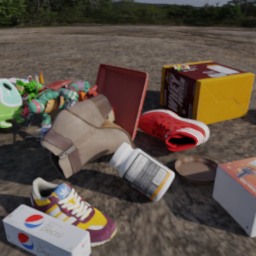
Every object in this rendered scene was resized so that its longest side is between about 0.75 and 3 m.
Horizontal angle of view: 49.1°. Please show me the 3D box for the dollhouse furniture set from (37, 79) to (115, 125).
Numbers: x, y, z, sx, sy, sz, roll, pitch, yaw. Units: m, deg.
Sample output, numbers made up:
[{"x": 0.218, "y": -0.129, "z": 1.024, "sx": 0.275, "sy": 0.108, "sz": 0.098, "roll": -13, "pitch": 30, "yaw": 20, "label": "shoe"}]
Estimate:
[{"x": -1.840, "y": -0.990, "z": 10.652, "sx": 2.922, "sy": 1.572, "sz": 1.188, "roll": 0, "pitch": 25, "yaw": 30, "label": "dollhouse furniture set"}]

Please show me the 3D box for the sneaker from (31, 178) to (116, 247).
[{"x": -1.284, "y": 1.803, "z": 6.182, "sx": 2.203, "sy": 0.993, "sz": 0.826, "roll": 11, "pitch": 28, "yaw": 22, "label": "sneaker"}]

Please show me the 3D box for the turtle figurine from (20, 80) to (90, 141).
[{"x": -2.474, "y": -0.792, "z": 9.649, "sx": 1.388, "sy": 2.064, "sz": 2.758, "roll": 50, "pitch": 34, "yaw": 0, "label": "turtle figurine"}]

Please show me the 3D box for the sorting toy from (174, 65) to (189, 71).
[{"x": 2.282, "y": -2.571, "z": 11.933, "sx": 0.624, "sy": 0.124, "sz": 0.844, "roll": 3, "pitch": 26, "yaw": 6, "label": "sorting toy"}]

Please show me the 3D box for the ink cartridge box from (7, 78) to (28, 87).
[{"x": -6.257, "y": -2.479, "z": 15.730, "sx": 1.149, "sy": 0.390, "sz": 0.667, "roll": 10, "pitch": 27, "yaw": 19, "label": "ink cartridge box"}]

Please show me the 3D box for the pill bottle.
[{"x": 0.329, "y": 1.097, "z": 7.186, "sx": 1.536, "sy": 0.894, "sz": 0.894, "roll": 34, "pitch": 34, "yaw": 8, "label": "pill bottle"}]

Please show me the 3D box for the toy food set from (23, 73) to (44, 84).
[{"x": -5.633, "y": -2.820, "z": 16.201, "sx": 1.325, "sy": 0.596, "sz": 0.633, "roll": 1, "pitch": 26, "yaw": 3, "label": "toy food set"}]

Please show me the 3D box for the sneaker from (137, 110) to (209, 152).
[{"x": 1.237, "y": 0.036, "z": 9.436, "sx": 2.663, "sy": 1.043, "sz": 1.538, "roll": 9, "pitch": 14, "yaw": 30, "label": "sneaker"}]

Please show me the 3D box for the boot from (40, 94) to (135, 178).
[{"x": -1.045, "y": 0.549, "z": 7.756, "sx": 1.026, "sy": 2.922, "sz": 2.137, "roll": 20, "pitch": 58, "yaw": 45, "label": "boot"}]

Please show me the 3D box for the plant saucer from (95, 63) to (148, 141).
[{"x": -0.364, "y": -0.980, "z": 10.453, "sx": 2.502, "sy": 2.507, "sz": 0.460, "roll": 21, "pitch": 12, "yaw": 40, "label": "plant saucer"}]

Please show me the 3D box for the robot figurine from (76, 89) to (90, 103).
[{"x": -1.842, "y": -1.290, "z": 12.465, "sx": 0.953, "sy": 0.773, "sz": 1.325, "roll": -6, "pitch": 50, "yaw": -47, "label": "robot figurine"}]

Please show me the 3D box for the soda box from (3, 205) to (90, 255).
[{"x": -1.676, "y": 2.229, "z": 5.742, "sx": 1.799, "sy": 0.613, "sz": 0.573, "roll": 12, "pitch": 28, "yaw": 23, "label": "soda box"}]

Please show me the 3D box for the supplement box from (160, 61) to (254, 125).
[{"x": 3.298, "y": -1.643, "z": 12.302, "sx": 2.754, "sy": 1.854, "sz": 2.792, "roll": -11, "pitch": 28, "yaw": -22, "label": "supplement box"}]

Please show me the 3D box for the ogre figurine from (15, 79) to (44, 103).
[{"x": -4.683, "y": -1.496, "z": 12.431, "sx": 1.066, "sy": 2.173, "sz": 1.303, "roll": 47, "pitch": 18, "yaw": 8, "label": "ogre figurine"}]

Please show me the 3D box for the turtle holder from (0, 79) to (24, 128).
[{"x": -4.680, "y": -0.828, "z": 9.451, "sx": 1.665, "sy": 1.556, "sz": 2.191, "roll": 8, "pitch": 16, "yaw": 38, "label": "turtle holder"}]

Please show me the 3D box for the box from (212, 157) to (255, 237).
[{"x": 3.322, "y": 1.509, "z": 6.747, "sx": 1.943, "sy": 1.033, "sz": 1.479, "roll": -9, "pitch": 27, "yaw": -17, "label": "box"}]

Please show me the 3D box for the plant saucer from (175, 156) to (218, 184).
[{"x": 2.033, "y": 1.244, "z": 8.202, "sx": 1.338, "sy": 0.230, "sz": 1.338, "roll": 1, "pitch": 24, "yaw": 0, "label": "plant saucer"}]

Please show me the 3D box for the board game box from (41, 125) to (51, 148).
[{"x": -2.468, "y": 0.187, "z": 9.421, "sx": 0.920, "sy": 0.918, "sz": 0.189, "roll": -25, "pitch": 64, "yaw": -30, "label": "board game box"}]

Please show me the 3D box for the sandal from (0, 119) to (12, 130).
[{"x": -5.213, "y": -0.396, "z": 11.230, "sx": 1.903, "sy": 0.764, "sz": 0.514, "roll": 11, "pitch": 7, "yaw": 31, "label": "sandal"}]

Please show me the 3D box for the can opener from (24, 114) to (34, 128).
[{"x": -3.753, "y": -0.245, "z": 10.571, "sx": 0.205, "sy": 0.780, "sz": 0.259, "roll": 17, "pitch": 44, "yaw": -28, "label": "can opener"}]
